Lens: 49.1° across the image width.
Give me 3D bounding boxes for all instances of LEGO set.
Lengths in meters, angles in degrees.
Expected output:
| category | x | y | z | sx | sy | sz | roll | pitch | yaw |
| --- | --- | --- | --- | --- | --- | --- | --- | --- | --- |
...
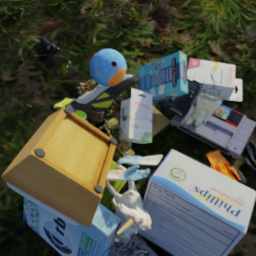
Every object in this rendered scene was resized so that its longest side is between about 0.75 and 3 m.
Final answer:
| category | x | y | z | sx | sy | sz | roll | pitch | yaw |
| --- | --- | --- | --- | --- | --- | --- | --- | --- | --- |
| LEGO set | -0.622 | 0.536 | 8.989 | 0.975 | 1.294 | 1.683 | -29 | 103 | -17 |

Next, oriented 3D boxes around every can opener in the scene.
| category | x | y | z | sx | sy | sz | roll | pitch | yaw |
| --- | --- | --- | --- | --- | --- | --- | --- | --- | --- |
| can opener | -3.951 | -4.091 | 13.795 | 1.302 | 0.512 | 0.413 | 37 | 102 | 26 |

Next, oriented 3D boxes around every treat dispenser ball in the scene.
| category | x | y | z | sx | sy | sz | roll | pitch | yaw |
| --- | --- | --- | --- | --- | --- | --- | --- | --- | --- |
| treat dispenser ball | -0.646 | -1.924 | 9.025 | 1.189 | 1.189 | 1.189 | 0 | 55 | 0 |

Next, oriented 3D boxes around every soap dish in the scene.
| category | x | y | z | sx | sy | sz | roll | pitch | yaw |
| --- | --- | --- | --- | --- | --- | --- | --- | --- | --- |
| soap dish | -1.317 | 0.727 | 6.418 | 2.005 | 1.035 | 2.548 | 35 | 27 | -12 |

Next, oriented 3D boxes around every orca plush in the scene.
| category | x | y | z | sx | sy | sz | roll | pitch | yaw |
| --- | --- | --- | --- | --- | --- | --- | --- | --- | --- |
| orca plush | -0.516 | 0.103 | 10.376 | 2.342 | 0.832 | 1.232 | 11 | 58 | 9 |

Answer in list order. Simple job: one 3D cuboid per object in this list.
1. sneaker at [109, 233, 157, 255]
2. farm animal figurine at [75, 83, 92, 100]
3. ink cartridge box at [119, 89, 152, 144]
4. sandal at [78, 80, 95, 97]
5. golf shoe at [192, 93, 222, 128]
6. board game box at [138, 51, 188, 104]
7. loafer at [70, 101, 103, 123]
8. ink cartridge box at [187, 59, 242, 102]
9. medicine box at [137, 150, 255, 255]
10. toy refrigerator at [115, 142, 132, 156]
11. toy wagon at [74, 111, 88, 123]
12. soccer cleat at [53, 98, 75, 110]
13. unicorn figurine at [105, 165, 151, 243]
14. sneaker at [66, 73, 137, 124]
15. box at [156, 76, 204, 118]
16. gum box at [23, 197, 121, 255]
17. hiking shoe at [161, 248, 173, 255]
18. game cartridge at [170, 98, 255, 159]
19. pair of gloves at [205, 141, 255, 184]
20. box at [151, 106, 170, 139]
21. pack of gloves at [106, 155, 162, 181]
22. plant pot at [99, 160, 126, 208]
| category | x | y | z | sx | sy | sz | roll | pitch | yaw |
| --- | --- | --- | --- | --- | --- | --- | --- | --- | --- |
| sneaker | 0.282 | 3.550 | 7.842 | 2.804 | 1.149 | 1.048 | 29 | 60 | 27 |
| farm animal figurine | -1.779 | -1.222 | 11.428 | 0.913 | 0.569 | 1.131 | 19 | 96 | 51 |
| ink cartridge box | 0.279 | -0.375 | 9.510 | 0.997 | 0.573 | 1.702 | 12 | 75 | -35 |
| sandal | -1.839 | -1.753 | 12.147 | 0.273 | 0.406 | 1.012 | 22 | 60 | 40 |
| golf shoe | 2.660 | -0.533 | 9.742 | 0.842 | 2.150 | 1.045 | 17 | 83 | 10 |
| board game box | 1.186 | -1.693 | 9.949 | 1.888 | 0.443 | 1.425 | -13 | 71 | 43 |
| loafer | -1.336 | -0.636 | 9.339 | 1.205 | 0.428 | 0.440 | 27 | 15 | -9 |
| ink cartridge box | 3.735 | -2.057 | 12.031 | 2.478 | 0.836 | 1.443 | 11 | 56 | 7 |
| medicine box | 1.640 | 2.286 | 7.458 | 2.351 | 2.581 | 1.329 | 27 | 44 | 18 |
| toy refrigerator | -0.057 | 0.467 | 10.090 | 0.401 | 0.435 | 1.147 | 23 | 100 | 17 |
| toy wagon | -2.171 | 0.455 | 8.585 | 0.467 | 1.832 | 2.361 | 40 | 42 | 14 |
| soccer cleat | -2.534 | -0.970 | 11.171 | 0.958 | 0.310 | 0.401 | -16 | 87 | -28 |
| unicorn figurine | -0.131 | 2.055 | 7.170 | 1.094 | 2.962 | 2.035 | -26 | 54 | -15 |
| sneaker | -0.847 | -1.046 | 10.509 | 2.857 | 1.209 | 1.064 | -28 | 12 | 10 |
| box | 1.872 | -1.320 | 10.553 | 1.350 | 1.372 | 0.806 | 32 | 24 | 14 |
| gum box | -1.696 | 2.555 | 7.694 | 2.835 | 2.409 | 0.632 | 32 | 40 | 20 |
| hiking shoe | 1.667 | 3.836 | 8.160 | 1.511 | 0.572 | 0.760 | 39 | 49 | 18 |
| game cartridge | 3.330 | -0.198 | 10.965 | 2.828 | 0.543 | 1.833 | 29 | 64 | 19 |
| pair of gloves | 4.122 | 1.510 | 9.870 | 2.386 | 0.295 | 2.126 | -11 | 55 | -8 |
| box | 0.751 | -0.311 | 11.148 | 1.195 | 0.156 | 1.462 | -39 | 63 | -15 |
| pack of gloves | 0.076 | 0.947 | 7.234 | 1.327 | 0.262 | 1.115 | -6 | 25 | 33 |
| plant pot | -1.266 | 1.462 | 8.463 | 1.889 | 1.962 | 1.962 | 40 | 62 | -1 |
